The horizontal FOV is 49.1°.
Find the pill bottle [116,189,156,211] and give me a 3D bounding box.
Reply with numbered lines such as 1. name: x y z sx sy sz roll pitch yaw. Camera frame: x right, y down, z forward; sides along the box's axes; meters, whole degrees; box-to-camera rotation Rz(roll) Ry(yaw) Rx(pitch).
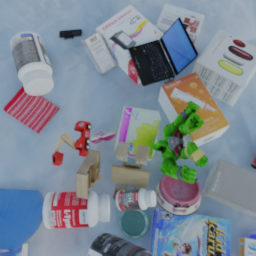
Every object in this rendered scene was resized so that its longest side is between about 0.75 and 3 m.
1. pill bottle: 0.273 2.392 9.329 1.248 0.691 0.691 -10 66 23

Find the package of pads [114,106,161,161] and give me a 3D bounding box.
1. package of pads: 0.405 0.200 10.896 1.524 0.673 1.973 9 73 6

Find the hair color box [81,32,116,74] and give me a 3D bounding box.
1. hair color box: -1.250 -3.182 11.920 0.778 1.572 0.477 -34 28 -12

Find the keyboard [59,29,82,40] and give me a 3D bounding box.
1. keyboard: -2.694 -4.412 13.090 1.061 0.210 0.552 -7 68 -2

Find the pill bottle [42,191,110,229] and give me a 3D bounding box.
1. pill bottle: -1.721 2.800 9.638 2.154 1.209 1.209 -2 68 -1

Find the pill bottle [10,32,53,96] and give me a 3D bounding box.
1. pill bottle: -4.001 -2.663 11.740 1.392 1.392 2.446 -19 68 -7

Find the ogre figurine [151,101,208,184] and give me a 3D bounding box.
1. ogre figurine: 1.742 0.565 9.557 1.355 1.656 2.762 0 73 -32

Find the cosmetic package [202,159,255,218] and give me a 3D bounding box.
1. cosmetic package: 4.092 2.232 9.939 2.521 1.137 1.347 22 73 6

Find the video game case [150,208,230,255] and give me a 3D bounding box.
1. video game case: 2.025 4.335 9.324 2.597 0.651 2.865 8 68 2

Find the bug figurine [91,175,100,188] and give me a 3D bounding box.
1. bug figurine: -1.506 1.841 10.481 0.840 0.216 0.652 28 73 -8

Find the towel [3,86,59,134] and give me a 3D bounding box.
1. towel: -4.026 -0.797 11.628 1.952 0.219 1.411 31 72 12

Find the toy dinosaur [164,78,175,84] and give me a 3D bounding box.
1. toy dinosaur: 1.895 -2.035 12.154 0.782 0.186 0.345 -5 70 -8

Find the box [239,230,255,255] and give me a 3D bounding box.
1. box: 4.490 4.792 9.229 1.525 0.531 2.561 10 66 4

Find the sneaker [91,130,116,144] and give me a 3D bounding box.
1. sneaker: -0.998 0.274 11.061 1.014 0.412 0.447 -12 61 0

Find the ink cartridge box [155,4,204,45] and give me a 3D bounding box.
1. ink cartridge box: 2.267 -4.550 12.813 1.916 0.803 1.682 21 70 8

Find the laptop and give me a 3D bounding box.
1. laptop: 1.252 -2.879 10.663 2.115 1.092 1.875 -17 69 -5

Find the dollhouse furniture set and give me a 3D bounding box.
1. dollhouse furniture set: -0.445 1.674 9.431 2.237 1.961 1.486 9 29 8

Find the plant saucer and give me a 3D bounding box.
1. plant saucer: 0.189 3.300 9.781 1.157 0.158 1.157 -3 80 19

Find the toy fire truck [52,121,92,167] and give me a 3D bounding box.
1. toy fire truck: -1.822 0.475 9.163 1.145 0.396 1.623 12 64 -24

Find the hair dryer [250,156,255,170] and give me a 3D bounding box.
1. hair dryer: 5.795 1.220 10.593 2.330 0.633 1.775 -3 69 0

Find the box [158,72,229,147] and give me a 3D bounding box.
1. box: 2.482 -0.636 11.001 1.581 1.239 2.541 -24 70 -9

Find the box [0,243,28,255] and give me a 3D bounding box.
1. box: -4.185 4.909 9.080 1.624 0.635 2.663 -5 68 0

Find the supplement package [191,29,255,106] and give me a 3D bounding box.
1. supplement package: 4.040 -2.466 11.558 2.127 1.564 2.034 32 71 13

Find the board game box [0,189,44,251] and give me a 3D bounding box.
1. board game box: -4.217 3.164 9.588 2.784 0.542 2.200 2 43 4

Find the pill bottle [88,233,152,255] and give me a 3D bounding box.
1. pill bottle: -0.057 4.120 8.458 2.356 1.251 1.251 2 61 45

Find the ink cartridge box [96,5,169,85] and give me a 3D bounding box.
1. ink cartridge box: 0.274 -3.633 12.227 2.113 1.226 2.863 -40 75 -14

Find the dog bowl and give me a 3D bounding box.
1. dog bowl: 1.805 2.210 9.884 1.648 0.608 1.648 2 44 -2
